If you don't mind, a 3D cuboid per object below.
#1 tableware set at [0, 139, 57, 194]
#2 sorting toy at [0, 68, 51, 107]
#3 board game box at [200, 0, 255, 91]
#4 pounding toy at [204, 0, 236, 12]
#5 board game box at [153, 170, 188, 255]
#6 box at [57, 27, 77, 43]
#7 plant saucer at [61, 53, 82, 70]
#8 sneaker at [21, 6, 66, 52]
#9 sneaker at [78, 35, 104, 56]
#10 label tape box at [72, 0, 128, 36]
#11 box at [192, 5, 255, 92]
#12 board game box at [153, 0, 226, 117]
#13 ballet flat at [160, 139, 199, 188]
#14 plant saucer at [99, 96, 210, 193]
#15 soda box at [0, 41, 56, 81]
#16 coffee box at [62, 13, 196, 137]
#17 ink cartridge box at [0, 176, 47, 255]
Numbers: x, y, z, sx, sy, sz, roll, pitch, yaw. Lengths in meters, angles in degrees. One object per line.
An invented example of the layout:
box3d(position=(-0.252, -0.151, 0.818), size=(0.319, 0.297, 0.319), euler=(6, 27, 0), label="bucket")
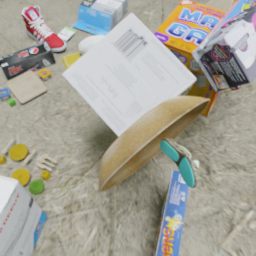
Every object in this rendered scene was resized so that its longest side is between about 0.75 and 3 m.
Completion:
box3d(position=(-3.211, 1.215, 8.635), size=(1.895, 0.291, 1.277), euler=(23, 61, 13), label="tableware set")
box3d(position=(-3.774, -1.505, 10.479), size=(2.082, 0.284, 1.172), euler=(-34, 66, -21), label="sorting toy")
box3d(position=(2.927, -2.382, 6.943), size=(1.420, 0.268, 2.758), euler=(45, 71, -17), label="board game box")
box3d(position=(3.913, -4.254, 11.607), size=(2.252, 1.354, 2.917), euler=(-51, 27, 3), label="pounding toy")
box3d(position=(0.918, 2.617, 6.593), size=(0.465, 1.825, 2.696), euler=(12, 51, 9), label="board game box")
box3d(position=(-2.717, -4.104, 12.332), size=(0.581, 0.146, 0.805), euler=(22, 60, 14), label="box")
box3d(position=(-2.200, -2.716, 11.339), size=(0.869, 0.211, 0.869), euler=(-19, 58, -13), label="plant saucer")
box3d(position=(-3.574, -4.154, 11.635), size=(2.367, 1.331, 0.843), euler=(35, 62, 21), label="sneaker")
box3d(position=(-0.612, -2.742, 10.938), size=(2.856, 1.074, 1.264), euler=(7, 67, 4), label="sneaker")
box3d(position=(-1.262, -5.313, 12.773), size=(1.702, 0.786, 2.376), euler=(23, 57, 15), label="label tape box")
box3d(position=(2.281, -1.669, 5.793), size=(1.588, 0.911, 1.049), euler=(-44, 106, -28), label="box")
box3d(position=(2.349, -2.424, 9.758), size=(2.459, 2.461, 2.460), euler=(26, 60, 17), label="board game box")
box3d(position=(0.927, 0.531, 4.633), size=(0.386, 0.347, 1.024), euler=(-7, 43, -31), label="ballet flat")
box3d(position=(0.407, 0.220, 5.589), size=(2.765, 2.765, 0.490), euler=(-35, 76, -21), label="plant saucer")
box3d(position=(-3.943, -2.630, 10.967), size=(2.015, 0.713, 0.638), euler=(-25, 59, -16), label="soda box")
box3d(position=(0.071, -0.979, 6.588), size=(1.966, 1.944, 1.963), euler=(-42, 84, 1), label="coffee box")
box3d(position=(-2.984, 2.386, 6.415), size=(1.074, 2.550, 1.844), euler=(12, 57, 8), label="ink cartridge box")
